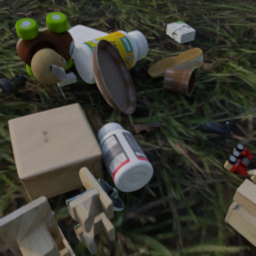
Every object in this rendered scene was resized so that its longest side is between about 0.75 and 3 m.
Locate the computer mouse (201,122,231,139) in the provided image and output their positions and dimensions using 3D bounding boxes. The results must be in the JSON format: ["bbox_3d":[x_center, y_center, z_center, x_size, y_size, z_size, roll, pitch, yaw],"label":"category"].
[{"bbox_3d":[3.013,-0.022,9.548,0.998,0.263,0.691,9,47,9],"label":"computer mouse"}]

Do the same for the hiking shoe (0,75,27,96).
[{"bbox_3d":[-4.193,-1.669,10.242,0.888,0.668,1.765,-40,16,-8],"label":"hiking shoe"}]

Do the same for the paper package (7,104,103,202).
[{"bbox_3d":[-2.115,0.621,8.238,2.275,1.235,2.387,-17,47,-16],"label":"paper package"}]

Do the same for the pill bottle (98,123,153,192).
[{"bbox_3d":[-0.188,0.763,8.136,1.113,1.113,2.010,-16,43,-16],"label":"pill bottle"}]

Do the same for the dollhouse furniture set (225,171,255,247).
[{"bbox_3d":[3.730,1.616,6.575,2.346,2.215,1.531,-40,57,-18],"label":"dollhouse furniture set"}]

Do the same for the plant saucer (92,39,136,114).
[{"bbox_3d":[-0.514,-1.732,9.827,0.437,2.726,2.726,-17,41,22],"label":"plant saucer"}]

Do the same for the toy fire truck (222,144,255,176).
[{"bbox_3d":[3.501,1.048,8.312,1.025,0.659,0.902,36,54,16],"label":"toy fire truck"}]

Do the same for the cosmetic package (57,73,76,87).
[{"bbox_3d":[-2.537,-1.967,11.453,0.754,0.279,0.384,-22,49,-18],"label":"cosmetic package"}]

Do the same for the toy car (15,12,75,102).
[{"bbox_3d":[-2.799,-2.478,10.694,2.251,2.344,2.853,-21,59,-19],"label":"toy car"}]

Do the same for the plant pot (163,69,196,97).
[{"bbox_3d":[1.966,-1.813,10.856,1.040,1.050,1.050,14,47,24],"label":"plant pot"}]

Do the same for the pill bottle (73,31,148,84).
[{"bbox_3d":[-0.642,-3.004,11.490,2.856,1.611,1.611,-27,51,-28],"label":"pill bottle"}]

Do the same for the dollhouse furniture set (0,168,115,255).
[{"bbox_3d":[-1.841,2.186,5.567,2.624,2.856,1.859,-27,51,-24],"label":"dollhouse furniture set"}]

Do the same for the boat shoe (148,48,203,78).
[{"bbox_3d":[1.998,-2.482,11.596,2.299,0.795,0.848,-17,44,13],"label":"boat shoe"}]

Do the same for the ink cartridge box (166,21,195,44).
[{"bbox_3d":[2.639,-4.797,14.049,0.897,0.508,1.223,-22,49,-20],"label":"ink cartridge box"}]

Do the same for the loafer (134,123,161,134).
[{"bbox_3d":[0.680,0.069,9.458,0.930,0.340,0.330,-8,56,0],"label":"loafer"}]

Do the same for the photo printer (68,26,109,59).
[{"bbox_3d":[-1.889,-3.813,12.874,2.328,0.808,1.937,23,49,21],"label":"photo printer"}]

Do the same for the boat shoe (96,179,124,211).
[{"bbox_3d":[-0.472,1.752,7.254,0.417,1.175,0.424,-35,28,25],"label":"boat shoe"}]
